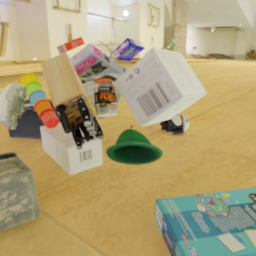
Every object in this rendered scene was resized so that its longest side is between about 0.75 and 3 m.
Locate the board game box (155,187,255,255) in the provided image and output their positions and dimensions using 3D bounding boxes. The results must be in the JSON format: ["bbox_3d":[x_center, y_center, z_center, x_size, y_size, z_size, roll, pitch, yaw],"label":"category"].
[{"bbox_3d":[2.328,2.381,6.519,2.922,0.686,2.206,-4,20,-10],"label":"board game box"}]

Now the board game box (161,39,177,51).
[{"bbox_3d":[1.205,-2.811,11.133,1.342,0.301,2.562,-40,7,29],"label":"board game box"}]

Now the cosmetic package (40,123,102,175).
[{"bbox_3d":[-2.228,0.639,10.762,1.408,1.110,2.617,-14,24,-32],"label":"cosmetic package"}]

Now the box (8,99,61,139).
[{"bbox_3d":[-4.206,-0.482,13.565,2.276,1.359,2.314,3,21,8],"label":"box"}]

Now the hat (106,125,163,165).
[{"bbox_3d":[0.123,0.082,7.085,1.324,1.407,1.598,25,-34,-33],"label":"hat"}]

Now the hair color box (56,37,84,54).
[{"bbox_3d":[-2.550,-3.662,12.434,1.190,0.380,0.660,-26,22,-2],"label":"hair color box"}]

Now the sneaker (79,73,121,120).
[{"bbox_3d":[-1.422,-1.114,10.459,2.694,1.012,1.549,-9,46,19],"label":"sneaker"}]

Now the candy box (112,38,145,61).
[{"bbox_3d":[0.029,-3.472,12.531,0.990,0.451,1.171,-36,-13,30],"label":"candy box"}]

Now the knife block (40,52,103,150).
[{"bbox_3d":[-1.628,-0.859,7.815,0.913,2.855,2.506,-25,5,-4],"label":"knife block"}]

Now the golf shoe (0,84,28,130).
[{"bbox_3d":[-3.857,-0.719,8.406,1.344,1.082,2.765,28,-26,-16],"label":"golf shoe"}]

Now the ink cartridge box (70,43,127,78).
[{"bbox_3d":[-1.187,-2.145,11.454,1.701,0.598,2.851,-28,-29,26],"label":"ink cartridge box"}]

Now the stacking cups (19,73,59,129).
[{"bbox_3d":[-3.358,-0.964,10.580,0.765,0.765,2.529,-14,56,-34],"label":"stacking cups"}]

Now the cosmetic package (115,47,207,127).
[{"bbox_3d":[1.122,-1.322,9.262,1.779,1.780,2.158,-36,-11,32],"label":"cosmetic package"}]

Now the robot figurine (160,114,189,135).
[{"bbox_3d":[2.252,-0.211,13.516,1.366,1.027,0.853,-3,0,-8],"label":"robot figurine"}]

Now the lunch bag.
[{"bbox_3d":[-3.827,1.626,7.429,2.194,1.573,2.676,-15,18,-31],"label":"lunch bag"}]

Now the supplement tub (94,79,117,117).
[{"bbox_3d":[-0.712,-0.921,8.698,0.678,1.106,0.678,-6,-3,0],"label":"supplement tub"}]
